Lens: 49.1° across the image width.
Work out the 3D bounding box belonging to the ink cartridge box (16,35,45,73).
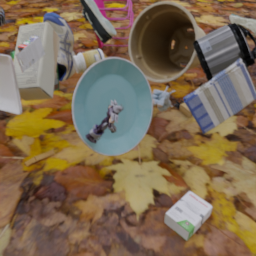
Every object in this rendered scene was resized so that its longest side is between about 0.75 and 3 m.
[{"bbox_3d":[-2.364,-1.753,6.615,0.228,0.494,0.906,14,47,19],"label":"ink cartridge box"}]

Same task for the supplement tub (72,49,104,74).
[{"bbox_3d":[-1.323,-2.225,9.446,0.969,0.699,0.699,-17,41,-16],"label":"supplement tub"}]

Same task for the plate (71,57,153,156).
[{"bbox_3d":[-0.368,-0.522,7.190,2.492,2.492,0.318,-30,24,-32],"label":"plate"}]

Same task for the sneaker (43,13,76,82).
[{"bbox_3d":[-2.688,-3.017,10.856,1.005,2.670,1.177,8,47,23],"label":"sneaker"}]

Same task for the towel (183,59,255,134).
[{"bbox_3d":[2.489,-0.805,7.484,1.824,1.339,0.217,-36,28,5],"label":"towel"}]

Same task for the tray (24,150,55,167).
[{"bbox_3d":[-2.442,0.846,7.788,0.405,0.152,0.821,-30,-3,21],"label":"tray"}]

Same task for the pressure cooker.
[{"bbox_3d":[2.761,-2.125,7.856,1.558,1.370,1.392,-24,11,18],"label":"pressure cooker"}]

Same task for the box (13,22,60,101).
[{"bbox_3d":[-2.679,-1.907,8.139,0.992,0.812,2.088,-2,72,14],"label":"box"}]

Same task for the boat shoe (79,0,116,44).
[{"bbox_3d":[-1.249,-3.859,9.649,0.607,2.013,0.761,-34,4,25],"label":"boat shoe"}]

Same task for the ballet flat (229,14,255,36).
[{"bbox_3d":[3.666,-3.198,8.793,0.594,0.594,1.656,-11,31,-14],"label":"ballet flat"}]

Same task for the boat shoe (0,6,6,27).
[{"bbox_3d":[-4.530,-3.774,9.325,0.812,0.810,2.244,-8,65,-19],"label":"boat shoe"}]

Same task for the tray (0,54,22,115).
[{"bbox_3d":[-3.858,-1.307,7.506,2.825,1.517,0.313,13,27,28],"label":"tray"}]

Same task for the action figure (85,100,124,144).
[{"bbox_3d":[-0.465,-0.138,6.271,0.409,1.179,0.767,33,37,-20],"label":"action figure"}]

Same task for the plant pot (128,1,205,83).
[{"bbox_3d":[1.717,-2.972,10.120,2.571,2.571,2.353,25,23,29],"label":"plant pot"}]

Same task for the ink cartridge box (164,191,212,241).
[{"bbox_3d":[1.655,2.383,7.684,1.099,0.463,0.803,-31,48,-33],"label":"ink cartridge box"}]

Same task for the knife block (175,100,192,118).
[{"bbox_3d":[2.358,-0.838,11.908,0.818,0.298,0.932,7,39,10],"label":"knife block"}]

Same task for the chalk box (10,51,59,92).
[{"bbox_3d":[-3.051,-1.788,9.462,1.084,1.090,1.752,-24,56,-26],"label":"chalk box"}]

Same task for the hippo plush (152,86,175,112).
[{"bbox_3d":[1.084,-0.885,8.940,0.789,0.634,0.628,-47,57,-7],"label":"hippo plush"}]

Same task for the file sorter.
[{"bbox_3d":[-0.602,-4.789,11.840,1.524,2.430,1.689,3,71,6],"label":"file sorter"}]
